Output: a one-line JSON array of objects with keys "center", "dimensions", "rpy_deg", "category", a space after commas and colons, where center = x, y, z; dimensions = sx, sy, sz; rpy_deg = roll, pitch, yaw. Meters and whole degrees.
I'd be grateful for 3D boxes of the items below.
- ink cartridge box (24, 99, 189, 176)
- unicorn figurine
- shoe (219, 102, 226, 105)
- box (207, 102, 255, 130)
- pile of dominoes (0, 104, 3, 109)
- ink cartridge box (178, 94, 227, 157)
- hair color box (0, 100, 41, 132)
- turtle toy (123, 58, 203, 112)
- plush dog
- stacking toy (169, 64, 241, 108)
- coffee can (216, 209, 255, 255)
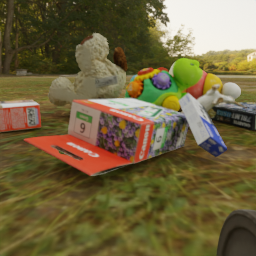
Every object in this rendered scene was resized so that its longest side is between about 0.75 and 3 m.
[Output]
[{"center": [-0.185, -0.020, 5.172], "dimensions": [1.585, 0.733, 2.910], "rpy_deg": [20, 16, 32], "category": "ink cartridge box"}, {"center": [2.216, -0.641, 7.777], "dimensions": [2.131, 0.787, 1.464], "rpy_deg": [-20, -6, 8], "category": "unicorn figurine"}, {"center": [3.879, -0.954, 11.555], "dimensions": [0.310, 0.236, 0.885], "rpy_deg": [4, 13, 19], "category": "shoe"}, {"center": [3.803, -0.433, 8.627], "dimensions": [1.982, 0.496, 1.997], "rpy_deg": [-5, 13, -24], "category": "box"}, {"center": [-3.673, -0.547, 6.344], "dimensions": [1.368, 0.280, 1.756], "rpy_deg": [-14, 16, -27], "category": "pile of dominoes"}, {"center": [1.368, -0.076, 5.225], "dimensions": [0.572, 0.269, 1.216], "rpy_deg": [31, 31, -34], "category": "ink cartridge box"}, {"center": [-3.575, -0.304, 7.535], "dimensions": [2.170, 0.694, 1.203], "rpy_deg": [-7, 14, -26], "category": "hair color box"}, {"center": [1.026, -1.283, 8.835], "dimensions": [2.685, 1.357, 1.957], "rpy_deg": [-15, 19, 11], "category": "turtle toy"}, {"center": [-0.907, -1.515, 9.772], "dimensions": [2.335, 2.911, 2.500], "rpy_deg": [44, 25, 5], "category": "plush dog"}, {"center": [2.781, -1.412, 10.344], "dimensions": [2.567, 1.876, 1.876], "rpy_deg": [14, 17, 24], "category": "stacking toy"}, {"center": [1.252, 0.915, 1.248], "dimensions": [1.423, 1.041, 1.041], "rpy_deg": [1, 12, 1], "category": "coffee can"}]
